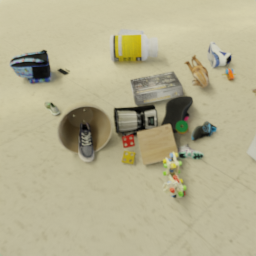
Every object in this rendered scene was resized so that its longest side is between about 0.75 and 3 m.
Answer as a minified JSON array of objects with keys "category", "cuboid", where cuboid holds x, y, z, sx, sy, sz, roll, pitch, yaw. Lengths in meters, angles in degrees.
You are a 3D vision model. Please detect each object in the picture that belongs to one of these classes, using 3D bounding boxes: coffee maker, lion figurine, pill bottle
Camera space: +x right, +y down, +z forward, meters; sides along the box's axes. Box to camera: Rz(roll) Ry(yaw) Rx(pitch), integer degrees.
[{"category":"coffee maker","cuboid":[0.280,-0.461,11.475,1.706,1.149,1.638,-4,38,-6]},{"category":"lion figurine","cuboid":[3.635,-2.943,14.534,1.568,0.928,2.561,53,26,-3]},{"category":"pill bottle","cuboid":[0.335,-4.654,16.290,2.711,1.509,1.509,-1,39,3]}]

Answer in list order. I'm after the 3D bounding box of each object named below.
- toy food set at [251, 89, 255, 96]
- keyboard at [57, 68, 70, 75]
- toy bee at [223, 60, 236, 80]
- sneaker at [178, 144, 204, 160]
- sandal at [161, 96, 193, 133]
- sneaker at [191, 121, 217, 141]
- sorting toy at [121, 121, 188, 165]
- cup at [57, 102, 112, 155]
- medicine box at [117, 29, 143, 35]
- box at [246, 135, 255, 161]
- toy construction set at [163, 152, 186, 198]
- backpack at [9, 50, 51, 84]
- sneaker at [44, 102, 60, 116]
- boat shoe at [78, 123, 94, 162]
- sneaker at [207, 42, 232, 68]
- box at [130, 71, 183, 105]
[{"category":"toy food set","cuboid":[6.484,-1.769,13.919,0.507,0.126,0.798,-7,39,-9]},{"category":"keyboard","cuboid":[-3.592,-3.195,15.746,0.510,0.083,0.802,-32,49,-33]},{"category":"toy bee","cuboid":[5.475,-2.975,15.170,0.750,0.623,1.145,17,66,8]},{"category":"sneaker","cuboid":[2.320,0.839,10.464,0.942,0.366,0.659,6,36,0]},{"category":"sandal","cuboid":[2.048,-0.488,11.805,1.111,0.666,2.957,-2,33,26]},{"category":"sneaker","cuboid":[3.041,0.154,11.223,0.546,0.488,1.334,32,48,33]},{"category":"sorting toy","cuboid":[0.999,0.673,10.212,2.631,0.445,1.268,-15,67,9]},{"category":"cup","cuboid":[-1.727,-0.203,10.634,1.991,1.991,1.424,-11,30,-13]},{"category":"medicine box","cuboid":[0.097,-5.727,18.271,1.535,0.867,1.685,8,39,11]},{"category":"box","cuboid":[5.502,0.348,9.140,1.373,2.583,1.967,-18,48,-27]},{"category":"toy construction set","cuboid":[1.468,1.611,8.916,0.727,1.035,1.579,1,30,7]},{"category":"backpack","cuboid":[-5.106,-3.164,14.711,1.939,1.304,1.770,-9,40,-12]},{"category":"sneaker","cuboid":[-3.449,-1.005,12.669,0.425,0.490,1.105,-29,47,-31]},{"category":"boat shoe","cuboid":[-1.593,0.489,10.387,0.581,0.722,1.556,-6,43,-15]},{"category":"sneaker","cuboid":[5.419,-4.203,16.516,1.198,0.838,2.075,4,45,-1]},{"category":"box","cuboid":[1.306,-1.930,13.374,2.266,0.548,1.795,-12,34,1]}]
